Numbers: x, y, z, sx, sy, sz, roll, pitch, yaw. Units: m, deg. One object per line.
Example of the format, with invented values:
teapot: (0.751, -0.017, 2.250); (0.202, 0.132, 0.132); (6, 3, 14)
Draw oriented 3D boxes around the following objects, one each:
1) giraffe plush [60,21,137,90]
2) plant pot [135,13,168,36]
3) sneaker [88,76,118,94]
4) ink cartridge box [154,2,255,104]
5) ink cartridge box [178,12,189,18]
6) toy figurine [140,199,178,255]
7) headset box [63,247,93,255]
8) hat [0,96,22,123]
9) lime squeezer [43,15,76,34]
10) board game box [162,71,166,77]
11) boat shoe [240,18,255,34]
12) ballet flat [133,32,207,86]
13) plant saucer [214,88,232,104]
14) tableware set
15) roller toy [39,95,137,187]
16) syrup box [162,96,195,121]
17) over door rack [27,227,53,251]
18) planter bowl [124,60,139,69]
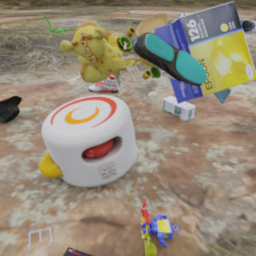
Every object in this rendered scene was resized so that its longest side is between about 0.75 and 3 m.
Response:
giraffe plush: (-1.346, -3.122, 11.143); (2.555, 2.401, 2.961); (-41, 53, 8)
plant pot: (0.855, -3.560, 9.813); (1.243, 0.171, 1.243); (-19, 45, 20)
sneaker: (-1.325, -2.339, 14.808); (1.639, 0.878, 0.547); (6, 31, 10)
ink cartridge box: (2.554, -2.443, 9.189); (2.697, 2.666, 0.634); (-19, 5, -7)
ink cartridge box: (2.567, -3.782, 11.052); (0.913, 0.360, 1.835); (-47, 65, 1)
toy figurine: (0.801, 2.436, 6.722); (0.890, 0.783, 1.485); (4, 31, -4)
headset box: (-1.045, 3.255, 5.426); (1.133, 0.572, 1.524); (11, 32, 18)
hat: (-5.180, -0.641, 11.948); (1.727, 1.727, 0.697); (-29, 85, -40)
lime squeezer: (-2.913, -4.167, 11.624); (1.463, 0.516, 0.276); (11, 16, -40)
board game box: (2.584, -3.371, 17.297); (0.810, 0.181, 0.545); (-10, 32, -17)
boat shoe: (3.866, -3.577, 9.659); (0.419, 0.453, 1.226); (16, 20, -40)
ballet flat: (1.100, -1.799, 7.512); (2.311, 0.786, 0.790); (27, -15, -29)
plant saucer: (3.302, -2.000, 11.188); (0.211, 0.779, 2.229); (-20, 61, -22)
tableware set: (0.371, -2.614, 9.940); (1.409, 2.091, 0.321); (-18, -11, -38)
roller toy: (-1.138, 0.437, 8.810); (2.703, 2.070, 2.963); (4, 35, 24)
syrup box: (2.253, -0.885, 12.593); (0.592, 0.572, 1.453); (-22, 37, -33)
over door rack: (-2.100, 2.678, 6.692); (0.555, 0.250, 0.751); (-9, 10, -16)
planter bowl: (0.148, -3.991, 18.072); (1.161, 0.484, 1.161); (0, 29, 0)
